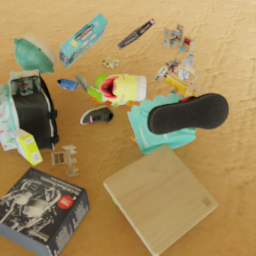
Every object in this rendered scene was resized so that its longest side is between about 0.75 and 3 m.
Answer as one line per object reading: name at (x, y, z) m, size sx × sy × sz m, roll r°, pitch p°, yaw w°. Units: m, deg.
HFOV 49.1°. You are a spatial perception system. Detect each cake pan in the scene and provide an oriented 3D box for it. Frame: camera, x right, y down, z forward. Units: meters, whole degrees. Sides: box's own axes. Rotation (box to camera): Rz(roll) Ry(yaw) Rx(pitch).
cake pan at (-1.710, -1.690, 10.644) m, size 0.163 × 0.889 × 0.889 m, roll -38°, pitch 52°, yaw -12°

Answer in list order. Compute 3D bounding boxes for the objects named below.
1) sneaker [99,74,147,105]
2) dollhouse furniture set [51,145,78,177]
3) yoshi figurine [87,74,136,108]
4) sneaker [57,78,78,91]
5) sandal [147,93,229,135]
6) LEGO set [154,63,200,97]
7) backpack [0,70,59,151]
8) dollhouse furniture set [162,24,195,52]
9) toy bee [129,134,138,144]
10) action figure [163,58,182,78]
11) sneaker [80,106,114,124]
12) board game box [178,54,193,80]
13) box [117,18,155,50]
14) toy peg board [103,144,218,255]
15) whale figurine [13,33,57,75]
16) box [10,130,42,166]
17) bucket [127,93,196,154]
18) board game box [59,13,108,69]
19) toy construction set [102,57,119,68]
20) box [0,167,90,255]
sneaker at (-0.415, -1.288, 8.935) m, size 1.174 × 1.016 × 2.599 m, roll -2°, pitch 2°, yaw -23°
dollhouse furniture set at (-1.965, 0.987, 8.623) m, size 0.602 × 0.850 × 0.926 m, roll -7°, pitch 8°, yaw -23°
yoshi figurine at (-0.574, -1.489, 10.703) m, size 2.056 × 1.151 × 1.155 m, roll 4°, pitch -14°, yaw -45°
sneaker at (-2.499, -1.805, 11.438) m, size 1.209 × 0.474 × 0.398 m, roll 14°, pitch 78°, yaw 46°
sandal at (1.573, -0.408, 7.354) m, size 2.669 × 1.002 × 0.601 m, roll -8°, pitch 19°, yaw -25°
LEGO set at (1.898, -1.178, 8.671) m, size 2.218 × 1.020 × 0.826 m, roll 45°, pitch 66°, yaw -6°
backpack at (-3.456, -0.643, 9.444) m, size 2.042 × 2.408 × 2.712 m, roll -7°, pitch 38°, yaw -14°
dollhouse furniture set at (2.684, -4.721, 14.876) m, size 1.017 × 1.011 × 1.443 m, roll -24°, pitch 48°, yaw -24°
toy bee at (0.447, 0.309, 9.749) m, size 0.832 × 0.452 × 0.544 m, roll 6°, pitch 26°, yaw 7°
action figure at (1.721, -2.385, 11.057) m, size 0.678 × 1.042 × 0.361 m, roll 11°, pitch 53°, yaw -11°
sneaker at (-1.121, -0.405, 10.567) m, size 1.327 × 0.469 × 0.658 m, roll -27°, pitch 44°, yaw -32°
board game box at (2.575, -2.615, 12.564) m, size 0.224 × 1.033 × 1.028 m, roll 24°, pitch 48°, yaw 25°
box at (0.299, -3.430, 10.245) m, size 0.982 × 0.248 × 1.373 m, roll -14°, pitch 28°, yaw 49°
toy peg board at (0.800, 1.992, 7.751) m, size 2.228 × 1.090 × 2.218 m, roll -28°, pitch 65°, yaw -26°
whale figurine at (-3.742, -2.661, 10.871) m, size 1.226 × 1.880 × 2.363 m, roll -57°, pitch 25°, yaw -16°
box at (-2.817, 0.499, 7.713) m, size 0.301 × 0.770 × 1.263 m, roll -28°, pitch 24°, yaw -29°
bucket at (1.084, -0.069, 8.771) m, size 2.040 × 2.040 × 1.327 m, roll -12°, pitch 74°, yaw -13°
board game box at (-1.742, -3.282, 10.655) m, size 0.470 × 1.513 × 2.004 m, roll 46°, pitch 75°, yaw -7°
toy construction set at (-0.903, -3.252, 13.719) m, size 0.594 × 0.417 × 0.905 m, roll -43°, pitch 46°, yaw -8°
box at (-2.261, 2.201, 7.352) m, size 1.879 × 0.978 × 1.711 m, roll 17°, pitch 46°, yaw 18°
